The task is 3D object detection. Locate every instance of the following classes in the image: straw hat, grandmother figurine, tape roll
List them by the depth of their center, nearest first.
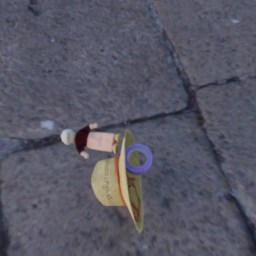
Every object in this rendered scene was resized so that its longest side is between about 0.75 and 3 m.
[{"bbox_3d":[0.247,0.846,7.457,0.779,0.331,0.779,-2,65,3],"label":"tape roll"},{"bbox_3d":[-0.371,1.502,7.819,1.187,2.804,2.804,-9,61,9],"label":"straw hat"},{"bbox_3d":[-1.156,0.381,8.245,1.771,0.536,1.074,9,61,12],"label":"grandmother figurine"}]
